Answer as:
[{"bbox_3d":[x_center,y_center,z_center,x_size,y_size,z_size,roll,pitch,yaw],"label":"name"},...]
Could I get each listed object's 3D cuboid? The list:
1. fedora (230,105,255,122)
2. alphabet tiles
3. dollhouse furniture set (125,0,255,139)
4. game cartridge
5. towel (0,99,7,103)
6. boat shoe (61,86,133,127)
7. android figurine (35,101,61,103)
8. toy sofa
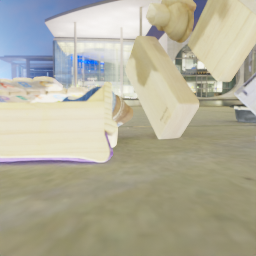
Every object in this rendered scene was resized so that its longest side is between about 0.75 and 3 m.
[{"bbox_3d":[4.333,-0.517,10.032,1.355,0.619,1.355,1,7,0],"label":"fedora"},{"bbox_3d":[-2.230,-0.775,7.886,2.826,0.206,2.764,1,-14,14],"label":"alphabet tiles"},{"bbox_3d":[1.848,-1.441,5.499,2.426,2.977,2.831,-2,48,-24],"label":"dollhouse furniture set"},{"bbox_3d":[4.437,-1.317,8.060,1.500,2.314,0.444,40,15,-17],"label":"game cartridge"},{"bbox_3d":[-3.296,-0.420,5.900,2.836,0.338,2.053,24,21,30],"label":"towel"},{"bbox_3d":[-0.826,-0.150,5.643,0.866,0.864,2.393,24,-17,-32],"label":"boat shoe"},{"bbox_3d":[-1.334,-0.044,4.473,0.896,0.202,0.984,38,57,17],"label":"android figurine"},{"bbox_3d":[-1.241,0.031,3.805,2.178,1.063,0.902,-2,-16,-4],"label":"toy sofa"}]
